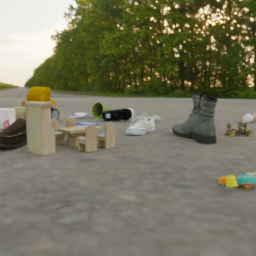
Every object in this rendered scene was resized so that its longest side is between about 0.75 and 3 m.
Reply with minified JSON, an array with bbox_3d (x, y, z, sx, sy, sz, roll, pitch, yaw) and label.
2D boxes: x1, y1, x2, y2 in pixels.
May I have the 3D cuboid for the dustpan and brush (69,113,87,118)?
[{"bbox_3d":[-3.203,-0.748,17.545,1.200,0.343,0.838,9,16,14],"label":"dustpan and brush"}]

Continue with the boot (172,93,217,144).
[{"bbox_3d":[2.503,-0.458,10.420,0.884,1.706,2.612,-3,9,-18],"label":"boot"}]

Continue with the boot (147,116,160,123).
[{"bbox_3d":[1.161,-0.383,14.848,1.046,0.385,0.500,-6,13,12],"label":"boot"}]

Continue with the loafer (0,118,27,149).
[{"bbox_3d":[-3.727,0.117,9.293,0.913,0.893,2.502,2,9,15],"label":"loafer"}]

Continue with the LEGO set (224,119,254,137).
[{"bbox_3d":[4.412,-0.014,11.160,1.071,0.620,0.823,1,8,8],"label":"LEGO set"}]

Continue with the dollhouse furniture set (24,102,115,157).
[{"bbox_3d":[-1.902,-0.097,8.744,2.090,1.481,2.275,8,12,42],"label":"dollhouse furniture set"}]

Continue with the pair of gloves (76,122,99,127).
[{"bbox_3d":[-2.046,-0.166,13.863,1.101,0.156,1.369,-2,9,-12],"label":"pair of gloves"}]

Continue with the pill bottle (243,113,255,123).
[{"bbox_3d":[6.559,-0.523,15.099,0.907,0.502,0.502,-8,12,-44],"label":"pill bottle"}]

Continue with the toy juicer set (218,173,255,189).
[{"bbox_3d":[2.224,1.035,5.424,0.971,0.264,0.618,-5,-9,-13],"label":"toy juicer set"}]

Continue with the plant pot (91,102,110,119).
[{"bbox_3d":[-1.600,-1.033,17.542,1.029,1.029,0.977,7,-2,38],"label":"plant pot"}]

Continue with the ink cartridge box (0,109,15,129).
[{"bbox_3d":[-6.092,-0.434,13.069,1.559,0.908,0.526,1,8,13],"label":"ink cartridge box"}]

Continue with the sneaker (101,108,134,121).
[{"bbox_3d":[-0.700,-0.653,15.546,1.133,0.740,2.025,-11,5,-41],"label":"sneaker"}]

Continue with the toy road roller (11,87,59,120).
[{"bbox_3d":[-5.022,-1.221,14.961,1.606,1.907,2.613,4,9,25],"label":"toy road roller"}]

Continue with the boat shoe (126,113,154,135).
[{"bbox_3d":[0.563,-0.208,11.720,0.728,0.840,1.970,6,10,34],"label":"boat shoe"}]
